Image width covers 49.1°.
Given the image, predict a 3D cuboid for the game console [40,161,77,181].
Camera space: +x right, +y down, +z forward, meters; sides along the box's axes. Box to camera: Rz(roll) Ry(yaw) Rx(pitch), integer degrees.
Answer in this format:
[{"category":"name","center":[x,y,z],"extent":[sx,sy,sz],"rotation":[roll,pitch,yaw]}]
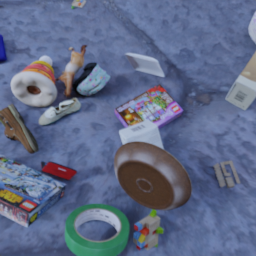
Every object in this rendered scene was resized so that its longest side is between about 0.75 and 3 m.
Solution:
[{"category":"game console","center":[-2.317,1.299,9.327],"extent":[1.018,0.877,0.604],"rotation":[25,39,-27]}]

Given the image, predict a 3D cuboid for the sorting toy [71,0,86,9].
[{"category":"sorting toy","center":[-2.470,-6.058,13.720],"extent":[0.570,0.113,0.771],"rotation":[19,65,9]}]

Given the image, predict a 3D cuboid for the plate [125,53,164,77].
[{"category":"plate","center":[0.699,-2.505,11.013],"extent":[1.407,1.410,0.228],"rotation":[20,84,21]}]

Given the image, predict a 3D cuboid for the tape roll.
[{"category":"tape roll","center":[-0.915,3.024,8.317],"extent":[1.880,0.452,1.880],"rotation":[7,23,-3]}]

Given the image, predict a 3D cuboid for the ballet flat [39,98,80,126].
[{"category":"ballet flat","center":[-2.693,-0.686,10.789],"extent":[1.747,0.545,0.589],"rotation":[-27,54,-13]}]

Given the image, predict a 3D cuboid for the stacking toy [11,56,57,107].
[{"category":"stacking toy","center":[-3.529,-2.134,11.153],"extent":[1.687,1.687,2.309],"rotation":[0,49,0]}]

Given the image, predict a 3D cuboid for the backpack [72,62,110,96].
[{"category":"backpack","center":[-1.398,-1.875,10.865],"extent":[0.941,1.487,1.241],"rotation":[33,64,-23]}]

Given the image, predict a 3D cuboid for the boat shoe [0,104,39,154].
[{"category":"boat shoe","center":[-4.060,0.164,10.258],"extent":[0.791,0.837,2.326],"rotation":[-33,60,-12]}]

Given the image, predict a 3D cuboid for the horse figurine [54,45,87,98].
[{"category":"horse figurine","center":[-2.255,-2.415,11.198],"extent":[2.214,0.553,1.467],"rotation":[-58,40,4]}]

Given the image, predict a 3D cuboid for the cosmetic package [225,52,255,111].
[{"category":"cosmetic package","center":[5.018,-2.117,11.072],"extent":[0.928,1.373,2.611],"rotation":[33,67,15]}]

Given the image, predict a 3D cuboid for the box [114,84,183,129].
[{"category":"box","center":[0.784,-0.609,10.759],"extent":[2.187,0.428,1.496],"rotation":[-31,70,-17]}]

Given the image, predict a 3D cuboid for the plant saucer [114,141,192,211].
[{"category":"plant saucer","center":[0.544,1.503,7.870],"extent":[2.453,2.453,0.449],"rotation":[29,45,14]}]

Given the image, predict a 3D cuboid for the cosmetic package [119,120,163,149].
[{"category":"cosmetic package","center":[0.573,0.900,9.214],"extent":[1.138,2.017,0.818],"rotation":[-21,23,-13]}]

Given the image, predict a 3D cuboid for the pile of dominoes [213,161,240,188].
[{"category":"pile of dominoes","center":[3.456,1.658,9.914],"extent":[0.741,0.151,0.950],"rotation":[-7,56,-3]}]

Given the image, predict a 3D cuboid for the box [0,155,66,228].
[{"category":"box","center":[-3.631,1.855,8.791],"extent":[2.723,0.543,1.864],"rotation":[21,21,14]}]

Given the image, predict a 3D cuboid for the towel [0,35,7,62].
[{"category":"towel","center":[-6.305,-3.283,12.187],"extent":[1.899,0.470,1.402],"rotation":[-14,71,-7]}]

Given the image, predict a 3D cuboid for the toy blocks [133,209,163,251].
[{"category":"toy blocks","center":[0.525,3.201,8.385],"extent":[0.871,1.274,0.637],"rotation":[-17,28,-42]}]

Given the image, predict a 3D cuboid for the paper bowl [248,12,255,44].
[{"category":"paper bowl","center":[6.398,-4.235,12.230],"extent":[2.198,1.143,2.198],"rotation":[0,64,0]}]
